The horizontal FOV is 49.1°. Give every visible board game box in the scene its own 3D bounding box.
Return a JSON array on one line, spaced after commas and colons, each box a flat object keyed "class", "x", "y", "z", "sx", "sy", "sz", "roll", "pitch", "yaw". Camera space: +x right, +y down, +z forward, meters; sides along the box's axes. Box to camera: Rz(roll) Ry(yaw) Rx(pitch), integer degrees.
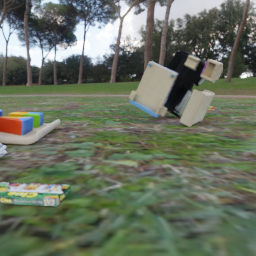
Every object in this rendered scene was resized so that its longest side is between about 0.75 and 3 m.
[{"class": "board game box", "x": -1.169, "y": 0.759, "z": 3.249, "sx": 0.894, "sy": 0.105, "sz": 0.468, "roll": 1, "pitch": 10, "yaw": 7}]

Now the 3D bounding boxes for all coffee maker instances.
[{"class": "coffee maker", "x": 1.973, "y": -1.889, "z": 11.338, "sx": 1.561, "sy": 2.317, "sz": 2.225, "roll": 35, "pitch": 3, "yaw": 30}]

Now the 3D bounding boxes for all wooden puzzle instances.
[{"class": "wooden puzzle", "x": -3.380, "y": -0.110, "z": 7.286, "sx": 2.798, "sy": 0.648, "sz": 2.592, "roll": -1, "pitch": 9, "yaw": -3}]

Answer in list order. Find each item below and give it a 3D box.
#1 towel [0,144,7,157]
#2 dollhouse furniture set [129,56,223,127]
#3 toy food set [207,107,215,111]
[{"class": "towel", "x": -3.293, "y": 0.527, "z": 4.325, "sx": 2.207, "sy": 0.263, "sz": 1.621, "roll": -1, "pitch": 10, "yaw": 6}, {"class": "dollhouse furniture set", "x": 1.652, "y": -1.546, "z": 9.796, "sx": 2.532, "sy": 2.390, "sz": 1.652, "roll": 29, "pitch": 19, "yaw": 20}, {"class": "toy food set", "x": 4.327, "y": -1.082, "z": 15.440, "sx": 0.908, "sy": 0.223, "sz": 0.917, "roll": 8, "pitch": 11, "yaw": 42}]
